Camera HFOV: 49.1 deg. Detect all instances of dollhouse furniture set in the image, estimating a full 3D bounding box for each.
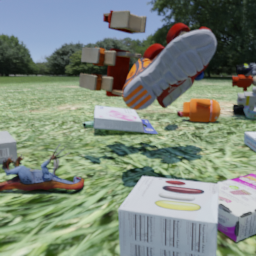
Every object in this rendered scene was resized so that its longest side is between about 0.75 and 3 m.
[{"bbox_3d":[-0.269,-2.384,9.377,2.756,2.726,1.420,-2,14,-41],"label":"dollhouse furniture set"}]

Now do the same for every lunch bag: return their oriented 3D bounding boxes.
[{"bbox_3d":[7.451,-0.989,16.357,1.216,0.469,0.975,-2,40,1],"label":"lunch bag"}]

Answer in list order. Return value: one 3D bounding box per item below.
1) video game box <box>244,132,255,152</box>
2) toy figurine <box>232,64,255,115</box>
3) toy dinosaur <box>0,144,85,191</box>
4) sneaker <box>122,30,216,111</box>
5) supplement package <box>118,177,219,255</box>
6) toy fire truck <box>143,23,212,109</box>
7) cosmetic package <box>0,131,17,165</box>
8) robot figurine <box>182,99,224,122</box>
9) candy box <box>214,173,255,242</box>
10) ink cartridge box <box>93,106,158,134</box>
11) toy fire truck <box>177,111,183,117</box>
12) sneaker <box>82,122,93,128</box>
[{"bbox_3d":[5.680,0.627,9.977,2.326,0.544,2.119,0,11,3],"label":"video game box"},{"bbox_3d":[7.368,-2.251,16.564,2.023,2.908,2.863,1,-15,13],"label":"toy figurine"},{"bbox_3d":[-2.163,1.337,7.102,1.896,2.089,1.097,31,-9,10],"label":"toy dinosaur"},{"bbox_3d":[0.845,-1.615,7.058,2.608,1.012,1.461,-34,26,10],"label":"sneaker"},{"bbox_3d":[0.742,1.586,4.666,1.430,1.052,1.368,3,13,18],"label":"supplement package"},{"bbox_3d":[1.786,-2.007,9.276,2.514,2.111,1.409,-41,55,-5],"label":"toy fire truck"},{"bbox_3d":[-4.394,0.645,9.490,0.925,0.781,1.732,-7,12,-30],"label":"cosmetic package"},{"bbox_3d":[4.046,-0.951,15.207,2.138,1.538,1.247,3,31,11],"label":"robot figurine"},{"bbox_3d":[2.434,1.566,5.840,1.846,0.563,1.259,-7,15,-26],"label":"candy box"},{"bbox_3d":[-0.204,-0.449,13.665,2.934,0.635,2.880,4,14,-7],"label":"ink cartridge box"},{"bbox_3d":[3.365,-0.864,17.024,0.747,0.258,1.060,-1,13,-6],"label":"toy fire truck"},{"bbox_3d":[-1.826,-0.147,13.762,0.879,0.323,0.518,-5,5,23],"label":"sneaker"}]
